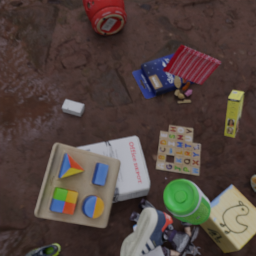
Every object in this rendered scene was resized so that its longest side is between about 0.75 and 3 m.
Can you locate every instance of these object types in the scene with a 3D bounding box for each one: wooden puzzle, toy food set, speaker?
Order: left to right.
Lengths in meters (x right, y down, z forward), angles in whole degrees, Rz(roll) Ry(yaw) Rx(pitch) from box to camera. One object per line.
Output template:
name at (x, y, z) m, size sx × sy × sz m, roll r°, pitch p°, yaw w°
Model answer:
wooden puzzle at (-1.273, 1.659, 7.886) m, size 2.207 × 0.511 × 2.044 m, roll 19°, pitch 75°, yaw -27°
toy food set at (2.505, -1.812, 12.793) m, size 0.853 × 0.211 × 1.342 m, roll -4°, pitch 93°, yaw -6°
speaker at (1.749, 2.179, 8.052) m, size 1.032 × 2.333 × 1.032 m, roll -11°, pitch 63°, yaw 21°

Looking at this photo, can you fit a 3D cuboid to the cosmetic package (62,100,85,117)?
cosmetic package at (-2.426, -0.876, 12.441) m, size 0.881 × 0.358 × 0.497 m, roll 13°, pitch 62°, yaw 8°

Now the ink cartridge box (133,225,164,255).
ink cartridge box at (0.527, 3.068, 7.509) m, size 0.545 × 1.289 × 0.931 m, roll -18°, pitch 77°, yaw -6°

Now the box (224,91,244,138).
box at (3.833, -0.482, 10.166) m, size 0.415 × 1.654 × 0.623 m, roll 15°, pitch 43°, yaw 29°

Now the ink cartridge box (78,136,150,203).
ink cartridge box at (-0.838, 1.722, 10.592) m, size 2.947 × 1.228 × 2.140 m, roll -11°, pitch 63°, yaw -6°

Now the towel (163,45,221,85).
towel at (2.235, -2.167, 9.910) m, size 1.704 × 1.232 × 0.192 m, roll 16°, pitch 51°, yaw -18°

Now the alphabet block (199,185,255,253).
alphabet block at (3.471, 3.171, 9.696) m, size 1.503 × 1.511 × 1.539 m, roll -37°, pitch 69°, yaw -16°

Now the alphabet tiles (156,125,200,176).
alphabet tiles at (2.139, 0.877, 11.693) m, size 1.745 × 0.079 × 2.088 m, roll 8°, pitch 63°, yaw 4°

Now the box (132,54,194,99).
box at (1.829, -2.552, 13.266) m, size 2.895 × 0.469 × 1.753 m, roll -21°, pitch 65°, yaw -9°

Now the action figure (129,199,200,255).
action figure at (1.347, 3.647, 9.808) m, size 2.676 × 0.928 × 1.741 m, roll 33°, pitch 61°, yaw 12°

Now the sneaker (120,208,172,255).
sneaker at (0.442, 2.704, 6.600) m, size 0.764 × 1.807 × 0.678 m, roll 18°, pitch 24°, yaw -24°

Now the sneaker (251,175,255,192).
sneaker at (5.858, 2.271, 10.629) m, size 2.436 × 0.921 × 1.068 m, roll 25°, pitch 53°, yaw 6°

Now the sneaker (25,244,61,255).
sneaker at (-3.022, 4.326, 9.640) m, size 1.316 × 0.533 × 0.486 m, roll -21°, pitch 65°, yaw -11°

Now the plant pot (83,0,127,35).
plant pot at (-1.096, -5.894, 14.168) m, size 2.048 × 2.048 × 1.865 m, roll -16°, pitch 72°, yaw -8°
